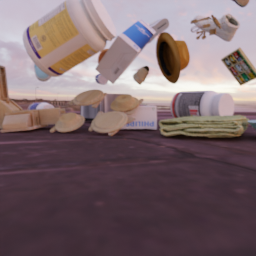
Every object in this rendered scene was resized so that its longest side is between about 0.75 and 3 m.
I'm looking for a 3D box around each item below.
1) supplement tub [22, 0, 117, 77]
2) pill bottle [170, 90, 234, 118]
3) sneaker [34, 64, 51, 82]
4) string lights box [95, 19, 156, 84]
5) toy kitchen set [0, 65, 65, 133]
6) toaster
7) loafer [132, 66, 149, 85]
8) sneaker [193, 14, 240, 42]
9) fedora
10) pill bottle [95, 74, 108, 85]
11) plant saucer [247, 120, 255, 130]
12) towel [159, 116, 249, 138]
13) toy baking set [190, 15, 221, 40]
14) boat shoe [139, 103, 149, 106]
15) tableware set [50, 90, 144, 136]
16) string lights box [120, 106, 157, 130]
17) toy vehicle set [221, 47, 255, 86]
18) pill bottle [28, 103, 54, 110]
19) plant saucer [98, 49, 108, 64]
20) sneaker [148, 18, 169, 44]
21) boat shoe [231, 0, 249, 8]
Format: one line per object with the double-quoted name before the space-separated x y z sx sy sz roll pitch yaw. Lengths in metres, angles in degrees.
"supplement tub" -1.787 -2.892 8.743 2.470 1.796 1.796 -26 -3 16
"pill bottle" 3.550 -1.020 13.608 1.590 1.590 2.744 -4 7 -39
"sneaker" -3.385 -3.263 11.574 0.966 2.612 1.070 11 -6 -3
"string lights box" -0.005 -2.788 9.927 0.831 1.448 2.819 39 34 -7
"toy kitchen set" -3.658 -1.081 9.429 2.552 2.303 2.082 -4 5 -1
"toaster" -1.185 -0.977 14.101 2.394 1.420 2.165 -4 5 -38
"loafer" 0.641 -2.554 13.217 0.537 0.595 1.573 -41 17 32
"sneaker" 3.390 -4.072 10.674 1.723 0.635 0.996 27 -19 5
"fedora" 2.168 -3.321 13.110 1.028 2.521 2.521 -21 9 -13
"pill bottle" -1.366 -2.468 14.129 0.549 0.549 0.949 -2 13 -20
"plant saucer" 4.081 0.072 6.614 2.359 0.454 2.359 1 5 0
"towel" 2.189 -0.043 7.790 2.094 0.515 2.823 1 5 27
"toy baking set" 2.360 -3.057 8.539 0.823 0.125 1.072 -31 -34 23
"boat shoe" -0.230 -1.056 15.962 2.951 1.050 0.923 6 50 20
"tableware set" -0.942 -0.531 8.812 2.838 0.329 2.370 7 37 26
"string lights box" 0.247 -0.422 10.516 1.442 0.827 2.806 0 4 0
"toy vehicle set" 3.890 -2.102 9.724 0.161 1.215 0.755 -44 8 -37
"pill bottle" -4.853 -0.907 15.734 1.022 1.022 1.766 -4 5 -40
"plant saucer" -1.057 -3.356 13.837 1.130 1.130 0.212 2 6 28
"sneaker" 0.936 -4.224 12.507 1.984 0.724 0.702 -32 20 -15
"boat shoe" 2.811 -3.488 7.309 0.378 1.051 0.340 -22 -26 -1
